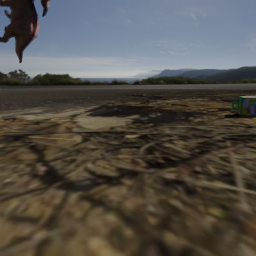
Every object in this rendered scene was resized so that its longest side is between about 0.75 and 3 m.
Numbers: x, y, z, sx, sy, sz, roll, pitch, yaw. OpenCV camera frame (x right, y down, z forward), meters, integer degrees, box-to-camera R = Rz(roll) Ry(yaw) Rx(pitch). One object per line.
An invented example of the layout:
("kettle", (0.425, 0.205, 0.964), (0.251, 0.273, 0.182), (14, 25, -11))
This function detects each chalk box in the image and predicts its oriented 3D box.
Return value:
("chalk box", (4.973, -0.924, 11.645), (1.213, 0.755, 0.751), (1, 9, 12))

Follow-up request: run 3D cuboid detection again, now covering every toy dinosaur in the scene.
("toy dinosaur", (-3.117, -3.371, 8.615), (1.793, 2.645, 1.135), (3, 7, 5))
